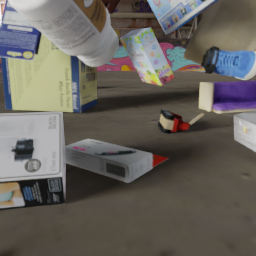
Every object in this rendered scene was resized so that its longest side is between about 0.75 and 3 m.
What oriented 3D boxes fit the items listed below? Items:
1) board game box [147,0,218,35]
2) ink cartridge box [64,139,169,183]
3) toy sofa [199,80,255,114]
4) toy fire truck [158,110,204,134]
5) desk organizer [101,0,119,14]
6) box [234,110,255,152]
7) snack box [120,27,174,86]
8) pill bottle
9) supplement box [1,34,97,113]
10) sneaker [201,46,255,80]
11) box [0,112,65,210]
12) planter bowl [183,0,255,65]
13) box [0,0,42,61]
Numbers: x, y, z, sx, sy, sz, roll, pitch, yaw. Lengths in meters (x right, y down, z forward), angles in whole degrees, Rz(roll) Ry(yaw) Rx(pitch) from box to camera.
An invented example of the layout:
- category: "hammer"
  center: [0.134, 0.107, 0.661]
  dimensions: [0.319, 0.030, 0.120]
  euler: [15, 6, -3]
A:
- category: "board game box"
  center: [1.164, -3.562, 6.781]
  dimensions: [0.540, 1.891, 1.931]
  euler: [-34, 10, -25]
- category: "ink cartridge box"
  center: [-0.208, 0.470, 5.186]
  dimensions: [1.537, 0.335, 1.334]
  euler: [10, 18, 35]
- category: "toy sofa"
  center: [4.046, -1.208, 10.473]
  dimensions: [2.551, 1.057, 1.245]
  euler: [-4, 13, -16]
- category: "toy fire truck"
  center: [1.390, -0.196, 7.456]
  dimensions: [1.019, 0.656, 0.897]
  euler: [10, 13, -4]
- category: "desk organizer"
  center: [-0.768, -3.833, 8.108]
  dimensions: [0.794, 0.740, 2.062]
  euler: [-31, 9, -11]
- category: "box"
  center: [3.320, 0.141, 4.750]
  dimensions: [1.884, 0.575, 2.379]
  euler: [-15, 23, -12]
- category: "snack box"
  center: [0.448, -1.739, 6.902]
  dimensions: [0.447, 1.320, 1.113]
  euler: [-35, 24, -11]
- category: "pill bottle"
  center: [-1.191, -2.380, 6.040]
  dimensions: [1.405, 1.405, 2.457]
  euler: [7, -14, 26]
- category: "supplement box"
  center: [-2.853, -2.186, 10.511]
  dimensions: [2.907, 2.910, 1.954]
  euler: [3, 14, 10]
- category: "sneaker"
  center: [2.463, -1.657, 7.060]
  dimensions: [1.006, 0.694, 1.808]
  euler: [11, 11, -9]
- category: "box"
  center: [-1.900, 0.424, 3.684]
  dimensions: [2.078, 0.625, 1.212]
  euler: [-3, 45, -12]
- category: "planter bowl"
  center: [3.159, -2.960, 8.678]
  dimensions: [1.778, 2.641, 2.641]
  euler: [30, 19, 6]
- category: "box"
  center: [-3.043, -2.765, 7.964]
  dimensions: [1.129, 1.864, 0.302]
  euler: [7, -14, -1]
